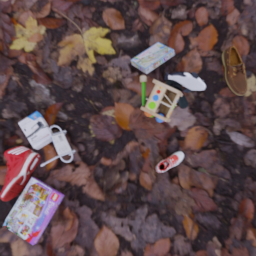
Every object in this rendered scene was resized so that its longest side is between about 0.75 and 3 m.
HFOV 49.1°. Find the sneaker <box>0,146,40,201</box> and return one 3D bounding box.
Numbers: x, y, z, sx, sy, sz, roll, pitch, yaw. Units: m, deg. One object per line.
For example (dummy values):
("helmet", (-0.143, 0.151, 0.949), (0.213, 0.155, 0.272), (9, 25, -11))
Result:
("sneaker", (-4.279, 1.611, 10.423), (1.174, 0.797, 2.033), (28, 72, 18))

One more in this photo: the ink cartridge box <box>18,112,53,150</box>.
("ink cartridge box", (-3.492, 0.115, 10.760), (0.861, 0.502, 1.191), (-34, 80, -7))

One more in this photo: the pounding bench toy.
("pounding bench toy", (0.799, -0.882, 8.776), (1.423, 0.884, 1.110), (28, 98, 13))

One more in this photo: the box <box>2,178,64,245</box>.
("box", (-3.423, 2.989, 10.169), (1.342, 0.384, 1.962), (28, 79, 9))

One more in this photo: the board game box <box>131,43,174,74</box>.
("board game box", (0.975, -2.807, 11.181), (1.463, 0.250, 0.984), (-36, 49, -13))

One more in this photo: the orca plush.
("orca plush", (2.298, -1.934, 11.321), (1.687, 0.600, 0.888), (5, 122, 11))

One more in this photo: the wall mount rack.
("wall mount rack", (-2.751, 0.735, 10.416), (1.314, 0.564, 1.512), (-19, 77, -33))

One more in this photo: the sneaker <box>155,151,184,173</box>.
("sneaker", (1.594, 1.270, 10.413), (1.273, 0.682, 0.425), (-30, 79, -6))

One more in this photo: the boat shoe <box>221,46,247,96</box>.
("boat shoe", (4.285, -2.301, 11.195), (0.736, 0.690, 2.044), (-11, 78, -2))

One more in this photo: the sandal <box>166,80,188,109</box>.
("sandal", (2.003, -1.410, 11.184), (0.510, 0.325, 1.356), (-30, 80, -6))
